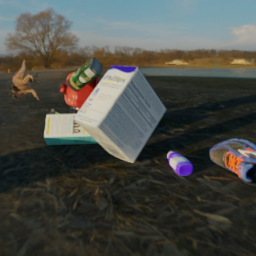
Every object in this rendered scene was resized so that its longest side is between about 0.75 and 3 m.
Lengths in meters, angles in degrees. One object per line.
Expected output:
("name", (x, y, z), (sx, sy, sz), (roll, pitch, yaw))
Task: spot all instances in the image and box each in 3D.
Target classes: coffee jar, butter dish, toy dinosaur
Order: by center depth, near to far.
("coffee jar", (-1.502, -1.796, 9.643), (1.330, 0.568, 0.694), (-28, 34, 37))
("toy dinosaur", (-3.739, -1.545, 9.800), (1.095, 1.616, 0.694), (-1, 49, -3))
("butter dish", (-2.036, -1.493, 11.045), (1.341, 1.814, 1.809), (4, 7, -28))

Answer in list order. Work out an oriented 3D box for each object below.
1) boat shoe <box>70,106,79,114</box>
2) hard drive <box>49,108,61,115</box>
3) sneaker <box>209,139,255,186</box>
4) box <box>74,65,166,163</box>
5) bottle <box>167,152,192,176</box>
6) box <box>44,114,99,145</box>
("boat shoe", (-2.584, -1.133, 16.000), (0.742, 0.597, 1.599), (20, 24, 36))
("hard drive", (-3.342, -0.437, 12.830), (0.931, 0.650, 0.176), (32, 8, 41))
("sneaker", (3.138, 0.949, 7.310), (0.991, 0.952, 2.527), (-15, 18, -33))
("box", (-0.163, -0.427, 8.434), (1.125, 1.971, 2.144), (17, 67, 44))
("bottle", (1.446, 0.997, 8.108), (0.488, 0.381, 1.168), (-2, 14, -9))
("box", (-1.785, 0.042, 10.352), (2.426, 0.596, 0.998), (-1, 59, -3))
